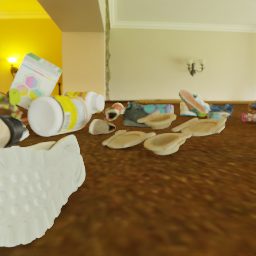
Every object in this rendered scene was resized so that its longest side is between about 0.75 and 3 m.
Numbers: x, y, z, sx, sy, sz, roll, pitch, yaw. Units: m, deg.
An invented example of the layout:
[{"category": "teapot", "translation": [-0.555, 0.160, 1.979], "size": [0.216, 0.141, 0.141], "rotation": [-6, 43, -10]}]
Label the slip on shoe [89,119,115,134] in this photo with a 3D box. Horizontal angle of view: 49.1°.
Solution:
[{"category": "slip on shoe", "translation": [-0.673, -0.003, 7.466], "size": [0.317, 0.397, 1.045], "rotation": [15, 4, 20]}]

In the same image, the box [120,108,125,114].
[{"category": "box", "translation": [-0.362, -0.931, 15.167], "size": [0.951, 0.325, 0.391], "rotation": [-7, 10, -44]}]

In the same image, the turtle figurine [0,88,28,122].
[{"category": "turtle figurine", "translation": [-3.016, -0.597, 6.604], "size": [1.728, 0.556, 1.393], "rotation": [20, -22, -35]}]

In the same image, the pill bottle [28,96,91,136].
[{"category": "pill bottle", "translation": [-1.768, -0.371, 7.704], "size": [1.013, 1.013, 1.855], "rotation": [3, 7, 21]}]

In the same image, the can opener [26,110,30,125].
[{"category": "can opener", "translation": [-3.878, -0.627, 9.850], "size": [2.986, 0.998, 0.796], "rotation": [1, 7, 8]}]

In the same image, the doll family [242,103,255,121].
[{"category": "doll family", "translation": [5.367, -0.719, 10.346], "size": [2.358, 1.062, 1.463], "rotation": [-6, 9, -42]}]

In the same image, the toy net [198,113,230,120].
[{"category": "toy net", "translation": [3.306, -0.397, 10.691], "size": [0.949, 0.349, 1.809], "rotation": [5, 7, 29]}]

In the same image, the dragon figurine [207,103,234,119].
[{"category": "dragon figurine", "translation": [4.158, -0.769, 12.538], "size": [1.067, 0.632, 2.147], "rotation": [3, 8, 24]}]

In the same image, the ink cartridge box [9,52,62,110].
[{"category": "ink cartridge box", "translation": [-2.733, -1.027, 7.885], "size": [0.986, 1.899, 0.563], "rotation": [28, 18, -14]}]

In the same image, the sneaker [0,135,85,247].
[{"category": "sneaker", "translation": [-1.007, 0.512, 2.451], "size": [0.753, 0.715, 1.871], "rotation": [-10, 0, 11]}]

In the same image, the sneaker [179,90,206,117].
[{"category": "sneaker", "translation": [2.705, -1.029, 12.222], "size": [0.514, 1.441, 0.576], "rotation": [-41, -8, -28]}]

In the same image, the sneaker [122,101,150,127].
[{"category": "sneaker", "translation": [0.486, -0.450, 9.228], "size": [1.454, 0.833, 0.556], "rotation": [6, 11, 26]}]

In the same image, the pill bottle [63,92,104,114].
[{"category": "pill bottle", "translation": [-2.404, -1.347, 14.956], "size": [2.178, 1.190, 1.190], "rotation": [3, 7, 24]}]

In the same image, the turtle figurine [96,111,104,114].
[{"category": "turtle figurine", "translation": [-1.816, -0.980, 15.525], "size": [0.836, 0.334, 1.036], "rotation": [1, 7, 8]}]

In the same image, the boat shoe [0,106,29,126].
[{"category": "boat shoe", "translation": [-3.831, -0.259, 7.841], "size": [2.038, 0.717, 0.717], "rotation": [-3, 2, -25]}]

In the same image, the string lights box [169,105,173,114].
[{"category": "string lights box", "translation": [2.151, -0.912, 14.300], "size": [0.284, 0.496, 0.965], "rotation": [1, 7, 7]}]

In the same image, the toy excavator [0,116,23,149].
[{"category": "toy excavator", "translation": [-2.873, 0.143, 4.023], "size": [1.911, 1.965, 0.982], "rotation": [45, 11, 4]}]

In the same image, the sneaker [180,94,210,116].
[{"category": "sneaker", "translation": [3.508, -1.194, 14.318], "size": [1.005, 1.061, 2.628], "rotation": [3, 6, 34]}]

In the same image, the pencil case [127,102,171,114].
[{"category": "pencil case", "translation": [0.785, -0.605, 10.845], "size": [1.680, 0.715, 0.776], "rotation": [3, 31, 18]}]

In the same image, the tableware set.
[{"category": "tableware set", "translation": [0.688, 0.050, 5.538], "size": [1.833, 0.255, 2.195], "rotation": [-26, 22, -38]}]

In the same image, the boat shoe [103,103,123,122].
[{"category": "boat shoe", "translation": [-0.452, -0.362, 7.643], "size": [0.345, 0.303, 0.970], "rotation": [33, -31, -15]}]

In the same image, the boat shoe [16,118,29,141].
[{"category": "boat shoe", "translation": [-2.715, 0.012, 6.795], "size": [0.524, 0.471, 1.481], "rotation": [-2, 7, -16]}]
